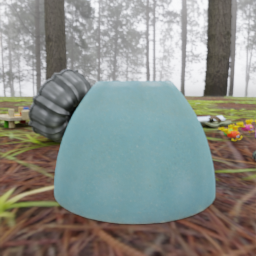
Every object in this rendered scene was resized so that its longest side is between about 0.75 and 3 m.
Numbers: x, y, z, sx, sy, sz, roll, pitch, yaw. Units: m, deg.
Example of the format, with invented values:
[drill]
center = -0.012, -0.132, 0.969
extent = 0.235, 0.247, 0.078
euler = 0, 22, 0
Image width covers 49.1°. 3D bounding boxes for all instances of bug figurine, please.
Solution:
[bug figurine]
center = 4.166, 0.059, 10.125
extent = 1.779, 0.458, 1.380
euler = -15, 2, -7

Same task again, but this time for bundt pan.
[bundt pan]
center = -1.957, -0.600, 9.252
extent = 0.960, 2.557, 2.557
euler = 32, 22, 20

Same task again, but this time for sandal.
[sandal]
center = 3.976, -0.317, 12.850
extent = 1.843, 0.526, 0.732
euler = -6, 10, -33

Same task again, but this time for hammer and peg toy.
[hammer and peg toy]
center = -4.845, -0.464, 12.818
extent = 2.422, 0.854, 1.782
euler = 7, 9, 36

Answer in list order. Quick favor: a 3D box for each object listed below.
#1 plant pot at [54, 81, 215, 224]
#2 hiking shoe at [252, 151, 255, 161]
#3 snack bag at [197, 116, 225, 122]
[plant pot]
center = 0.114, 0.142, 5.182
extent = 2.945, 1.983, 2.945
euler = 0, 8, 0
[hiking shoe]
center = 3.495, 0.770, 6.860
extent = 0.802, 0.304, 0.404
euler = -1, 25, 12
[snack bag]
center = 3.966, -0.410, 14.165
extent = 1.740, 0.186, 1.641
euler = -4, 6, 16
